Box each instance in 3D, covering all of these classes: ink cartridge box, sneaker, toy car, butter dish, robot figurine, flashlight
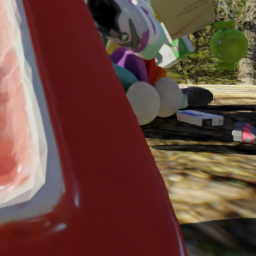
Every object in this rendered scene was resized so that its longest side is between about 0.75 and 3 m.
[{"bbox_3d":[2.001,-0.310,8.261,0.727,0.285,1.535,-5,14,-22],"label":"ink cartridge box"},{"bbox_3d":[-0.286,-2.335,5.303,1.557,0.865,2.226,12,41,-36],"label":"sneaker"},{"bbox_3d":[0.097,-1.335,8.369,2.489,2.132,2.844,10,19,40],"label":"toy car"},{"bbox_3d":[2.534,-1.515,12.981,2.653,0.931,1.088,3,13,7],"label":"sneaker"},{"bbox_3d":[-1.437,0.202,1.592,2.617,1.940,2.624,-8,56,-23],"label":"butter dish"},{"bbox_3d":[2.956,-2.432,8.255,0.925,1.403,1.599,-6,23,9],"label":"robot figurine"},{"bbox_3d":[2.689,0.152,5.370,1.251,0.424,0.425,8,8,40],"label":"flashlight"},{"bbox_3d":[1.104,-3.108,11.060,2.372,1.739,0.985,-30,1,31],"label":"ink cartridge box"},{"bbox_3d":[-1.063,-2.960,6.325,1.214,2.879,2.084,23,-9,28],"label":"ink cartridge box"}]

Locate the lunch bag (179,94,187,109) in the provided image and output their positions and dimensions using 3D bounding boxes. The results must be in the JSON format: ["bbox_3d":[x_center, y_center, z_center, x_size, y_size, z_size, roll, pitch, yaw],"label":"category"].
[{"bbox_3d":[1.718,-1.165,11.999,1.542,0.594,1.237,1,10,5],"label":"lunch bag"}]

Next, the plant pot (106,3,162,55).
[{"bbox_3d":[-0.135,-3.473,9.344,2.041,1.920,2.041,28,29,-18],"label":"plant pot"}]

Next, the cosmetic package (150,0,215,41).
[{"bbox_3d":[1.314,-3.474,7.199,1.422,1.004,2.746,-21,-16,19],"label":"cosmetic package"}]

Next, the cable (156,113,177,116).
[{"bbox_3d":[1.198,-0.487,9.667,1.198,0.301,0.582,10,-9,-15],"label":"cable"}]
